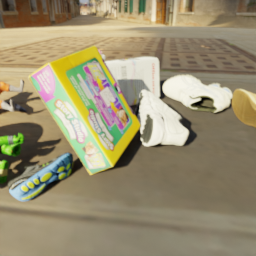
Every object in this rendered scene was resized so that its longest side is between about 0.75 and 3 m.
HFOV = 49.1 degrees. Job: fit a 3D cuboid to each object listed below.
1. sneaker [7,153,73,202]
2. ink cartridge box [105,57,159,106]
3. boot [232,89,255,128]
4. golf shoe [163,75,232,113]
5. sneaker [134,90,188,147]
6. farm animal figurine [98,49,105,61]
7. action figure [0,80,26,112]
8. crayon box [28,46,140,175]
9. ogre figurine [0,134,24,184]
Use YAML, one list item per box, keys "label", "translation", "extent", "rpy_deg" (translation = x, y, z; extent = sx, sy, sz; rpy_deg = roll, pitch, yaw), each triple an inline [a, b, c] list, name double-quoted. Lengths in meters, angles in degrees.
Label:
- label: "sneaker"
  translation: [-1.883, 0.959, 6.219]
  extent: [0.704, 0.603, 1.700]
  rpy_deg: [20, 32, 30]
- label: "ink cartridge box"
  translation: [-0.002, -1.773, 10.857]
  extent: [2.312, 1.685, 0.957]
  rpy_deg: [-14, 22, -29]
- label: "boot"
  translation: [4.908, -0.595, 9.155]
  extent: [2.095, 0.981, 2.695]
  rpy_deg: [-6, 27, -13]
- label: "golf shoe"
  translation: [2.392, -1.255, 10.610]
  extent: [2.795, 1.094, 1.359]
  rpy_deg: [16, 35, 33]
- label: "sneaker"
  translation: [0.900, -0.286, 8.485]
  extent: [1.216, 1.127, 3.000]
  rpy_deg: [8, 26, -11]
- label: "farm animal figurine"
  translation: [-1.902, -2.608, 13.079]
  extent: [2.199, 1.106, 1.776]
  rpy_deg: [-33, 17, 6]
- label: "action figure"
  translation: [-5.044, -0.685, 9.608]
  extent: [2.607, 1.410, 2.695]
  rpy_deg: [-7, 51, 1]
- label: "crayon box"
  translation: [-0.892, -0.556, 7.036]
  extent: [0.764, 2.619, 2.260]
  rpy_deg: [-23, 15, 29]
- label: "ogre figurine"
  translation: [-3.136, 0.666, 6.434]
  extent: [0.950, 0.777, 1.584]
  rpy_deg: [10, 62, 5]
